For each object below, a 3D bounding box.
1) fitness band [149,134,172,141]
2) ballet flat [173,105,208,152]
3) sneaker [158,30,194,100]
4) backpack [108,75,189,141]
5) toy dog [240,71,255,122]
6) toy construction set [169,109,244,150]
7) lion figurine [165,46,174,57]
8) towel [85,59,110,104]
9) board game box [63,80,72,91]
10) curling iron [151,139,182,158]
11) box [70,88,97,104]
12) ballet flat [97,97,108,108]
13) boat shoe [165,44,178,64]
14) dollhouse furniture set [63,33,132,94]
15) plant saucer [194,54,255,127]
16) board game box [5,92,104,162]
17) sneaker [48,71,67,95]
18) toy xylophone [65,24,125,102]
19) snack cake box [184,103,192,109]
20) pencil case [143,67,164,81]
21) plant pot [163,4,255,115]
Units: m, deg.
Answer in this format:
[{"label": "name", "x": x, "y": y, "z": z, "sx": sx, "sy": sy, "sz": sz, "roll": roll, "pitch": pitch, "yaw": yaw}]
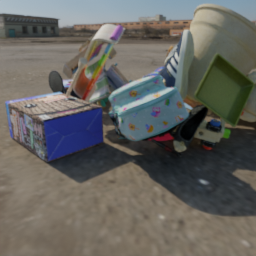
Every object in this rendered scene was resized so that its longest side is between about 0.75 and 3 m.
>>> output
[{"label": "fitness band", "x": 1.016, "y": -0.117, "z": 9.318, "sx": 1.543, "sy": 0.402, "sz": 2.149, "roll": 10, "pitch": 23, "yaw": 18}, {"label": "ballet flat", "x": 1.591, "y": -0.029, "z": 7.219, "sx": 0.490, "sy": 1.474, "sz": 0.419, "roll": 34, "pitch": -18, "yaw": -6}, {"label": "sneaker", "x": 1.299, "y": -1.771, "z": 7.937, "sx": 0.839, "sy": 1.985, "sz": 0.744, "roll": 12, "pitch": 3, "yaw": 32}, {"label": "backpack", "x": 0.450, "y": -0.454, "z": 6.832, "sx": 1.700, "sy": 1.482, "sz": 1.934, "roll": -23, "pitch": 15, "yaw": -12}, {"label": "toy dog", "x": 4.432, "y": -0.769, "z": 9.293, "sx": 2.553, "sy": 1.837, "sz": 2.633, "roll": 38, "pitch": 2, "yaw": -23}, {"label": "toy construction set", "x": 1.964, "y": -0.301, "z": 8.407, "sx": 2.908, "sy": 1.340, "sz": 1.907, "roll": 1, "pitch": 21, "yaw": 13}, {"label": "lion figurine", "x": 1.615, "y": -2.682, "z": 10.074, "sx": 0.318, "sy": 0.537, "sz": 0.877, "roll": -16, "pitch": 61, "yaw": -22}, {"label": "towel", "x": -1.315, "y": -1.864, "z": 11.378, "sx": 1.182, "sy": 1.585, "sz": 0.243, "roll": -19, "pitch": -12, "yaw": 38}, {"label": "board game box", "x": -2.690, "y": -2.263, "z": 14.972, "sx": 1.721, "sy": 0.354, "sz": 1.717, "roll": -7, "pitch": 22, "yaw": -17}, {"label": "curling iron", "x": 1.043, "y": 0.514, "z": 7.665, "sx": 0.145, "sy": 0.281, "sz": 1.133, "roll": -42, "pitch": 40, "yaw": -16}, {"label": "box", "x": -1.840, "y": -1.630, "z": 12.726, "sx": 1.242, "sy": 0.765, "sz": 1.232, "roll": 3, "pitch": 22, "yaw": 8}, {"label": "ballet flat", "x": -1.119, "y": -1.069, "z": 11.883, "sx": 0.373, "sy": 0.406, "sz": 1.183, "roll": -23, "pitch": 16, "yaw": 18}, {"label": "boat shoe", "x": 1.407, "y": -2.222, "z": 8.396, "sx": 0.294, "sy": 0.843, "sz": 0.300, "roll": 25, "pitch": 36, "yaw": -27}, {"label": "dollhouse furniture set", "x": -1.068, "y": -1.950, "z": 10.934, "sx": 1.615, "sy": 2.475, "sz": 2.337, "roll": -43, "pitch": 8, "yaw": -13}, {"label": "plant saucer", "x": 2.386, "y": -0.929, "z": 7.132, "sx": 1.388, "sy": 1.386, "sz": 0.332, "roll": 34, "pitch": -15, "yaw": -14}, {"label": "board game box", "x": -2.167, "y": -0.159, "z": 8.225, "sx": 1.873, "sy": 1.138, "sz": 2.349, "roll": -18, "pitch": 27, "yaw": -40}, {"label": "sneaker", "x": -2.911, "y": -1.691, "z": 11.646, "sx": 0.578, "sy": 1.521, "sz": 1.099, "roll": -17, "pitch": 23, "yaw": -9}, {"label": "toy xylophone", "x": -1.087, "y": -1.858, "z": 8.645, "sx": 0.689, "sy": 2.742, "sz": 2.008, "roll": 28, "pitch": 53, "yaw": -8}, {"label": "snack cake box", "x": 2.918, "y": -1.458, "z": 12.076, "sx": 1.496, "sy": 0.874, "sz": 2.602, "roll": -6, "pitch": 21, "yaw": -20}, {"label": "pencil case", "x": 1.435, "y": -2.261, "z": 13.793, "sx": 1.298, "sy": 1.166, "sz": 2.989, "roll": 8, "pitch": 22, "yaw": 17}, {"label": "plant pot", "x": 2.571, "y": -1.936, "z": 8.981, "sx": 2.804, "sy": 2.567, "sz": 2.804, "roll": 34, "pitch": 4, "yaw": -3}]
